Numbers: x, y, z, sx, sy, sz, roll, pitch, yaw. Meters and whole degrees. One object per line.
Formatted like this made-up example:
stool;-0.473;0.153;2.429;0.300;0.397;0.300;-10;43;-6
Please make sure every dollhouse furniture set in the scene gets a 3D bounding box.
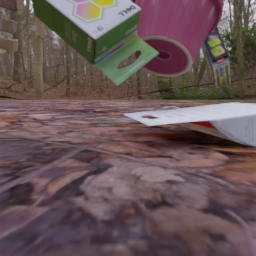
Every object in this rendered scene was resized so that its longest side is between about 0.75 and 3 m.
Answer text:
dollhouse furniture set;-3.156;-3.032;6.197;1.332;2.569;1.137;18;25;2

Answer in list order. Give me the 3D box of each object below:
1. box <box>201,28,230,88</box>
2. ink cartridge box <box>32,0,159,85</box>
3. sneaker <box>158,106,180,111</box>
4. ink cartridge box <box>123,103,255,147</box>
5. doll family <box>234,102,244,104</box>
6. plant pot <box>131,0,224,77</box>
box;2.363;-2.555;8.178;0.428;2.467;1.358;-18;-31;14
ink cartridge box;-0.459;-1.564;4.104;0.943;1.817;0.539;-42;-15;-25
sneaker;1.946;-0.808;12.759;1.105;0.408;0.453;5;13;34
ink cartridge box;1.597;-0.053;6.014;2.967;0.847;2.411;-11;9;-10
doll family;3.995;-0.400;9.329;0.861;0.625;1.387;3;21;-43
plant pot;0.988;-2.425;6.611;2.214;1.982;2.214;15;-21;6
